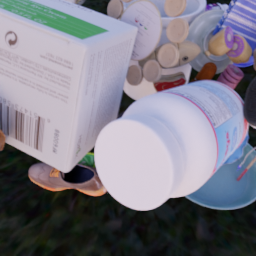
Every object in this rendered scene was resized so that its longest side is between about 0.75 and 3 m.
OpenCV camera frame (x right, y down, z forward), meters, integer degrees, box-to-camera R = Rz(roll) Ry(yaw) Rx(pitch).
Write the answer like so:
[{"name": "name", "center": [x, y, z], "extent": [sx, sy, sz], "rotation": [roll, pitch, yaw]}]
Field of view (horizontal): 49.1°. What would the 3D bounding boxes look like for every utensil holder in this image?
[{"name": "utensil holder", "center": [0.905, -2.532, 8.621], "extent": [2.452, 2.885, 2.452], "rotation": [-1, 47, 1]}]

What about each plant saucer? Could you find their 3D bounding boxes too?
[{"name": "plant saucer", "center": [2.069, 1.002, 6.954], "extent": [2.432, 0.437, 2.432], "rotation": [1, 46, -1]}, {"name": "plant saucer", "center": [2.141, -2.055, 6.806], "extent": [1.547, 1.547, 0.388], "rotation": [-9, 20, -8]}]

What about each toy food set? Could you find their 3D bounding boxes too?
[{"name": "toy food set", "center": [1.697, -1.263, 6.200], "extent": [2.729, 1.735, 0.430], "rotation": [-16, 47, 11]}]

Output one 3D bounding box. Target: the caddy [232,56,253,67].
[{"name": "caddy", "center": [4.444, -3.436, 10.476], "extent": [2.882, 1.513, 2.037], "rotation": [-22, 72, -21]}]

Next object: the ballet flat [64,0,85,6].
[{"name": "ballet flat", "center": [-2.196, -3.276, 7.580], "extent": [2.759, 0.992, 0.992], "rotation": [-12, 43, 20]}]

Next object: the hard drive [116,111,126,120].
[{"name": "hard drive", "center": [0.036, 0.167, 7.858], "extent": [1.000, 0.271, 1.432], "rotation": [-32, 54, -27]}]

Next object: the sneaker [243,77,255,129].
[{"name": "sneaker", "center": [3.188, -0.770, 5.279], "extent": [2.567, 1.550, 1.073], "rotation": [-57, 30, -12]}]

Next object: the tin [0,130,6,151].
[{"name": "tin", "center": [-2.562, 0.087, 4.504], "extent": [1.094, 1.954, 0.409], "rotation": [33, 64, -14]}]

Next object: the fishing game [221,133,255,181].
[{"name": "fishing game", "center": [2.301, 0.187, 7.221], "extent": [2.255, 0.350, 1.614], "rotation": [41, 82, 23]}]

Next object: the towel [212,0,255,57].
[{"name": "towel", "center": [3.096, -2.628, 5.879], "extent": [1.715, 2.369, 0.282], "rotation": [17, 37, -15]}]

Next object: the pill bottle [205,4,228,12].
[{"name": "pill bottle", "center": [3.677, -5.009, 12.380], "extent": [1.498, 0.834, 0.834], "rotation": [-16, 48, -15]}]

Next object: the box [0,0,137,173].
[{"name": "box", "center": [-1.341, -0.918, 4.926], "extent": [2.210, 2.221, 1.903], "rotation": [24, 32, 13]}]

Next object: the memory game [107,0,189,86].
[{"name": "memory game", "center": [0.231, -1.812, 5.246], "extent": [0.132, 2.067, 2.067], "rotation": [-7, 39, -48]}]

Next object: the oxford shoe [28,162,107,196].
[{"name": "oxford shoe", "center": [-1.501, 1.036, 6.502], "extent": [2.115, 0.771, 0.754], "rotation": [2, 61, 19]}]

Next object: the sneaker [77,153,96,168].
[{"name": "sneaker", "center": [-0.788, 0.998, 6.911], "extent": [1.354, 0.501, 0.566], "rotation": [11, 44, 10]}]

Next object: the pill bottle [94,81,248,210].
[{"name": "pill bottle", "center": [0.855, 0.140, 4.651], "extent": [1.598, 1.598, 2.939], "rotation": [30, 30, 26]}]
